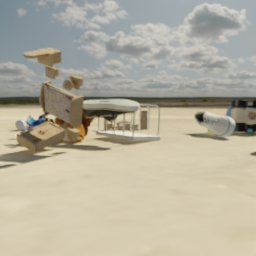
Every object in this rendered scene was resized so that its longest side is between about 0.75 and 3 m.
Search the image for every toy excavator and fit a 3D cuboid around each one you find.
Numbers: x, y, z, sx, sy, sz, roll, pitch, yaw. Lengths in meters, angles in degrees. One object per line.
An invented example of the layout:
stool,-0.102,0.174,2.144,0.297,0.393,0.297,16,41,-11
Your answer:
toy excavator,6.014,-0.434,13.520,2.860,1.469,2.941,1,-3,4

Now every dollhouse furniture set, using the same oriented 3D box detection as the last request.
dollhouse furniture set,-0.203,-0.411,14.372,2.179,0.964,1.129,-2,6,-13
dollhouse furniture set,-2.165,-0.641,7.710,1.399,2.699,1.195,25,33,25

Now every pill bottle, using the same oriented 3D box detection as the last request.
pill bottle,-5.170,-0.194,14.095,0.583,0.583,1.064,1,6,11

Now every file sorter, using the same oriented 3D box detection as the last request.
file sorter,0.004,-0.268,10.742,1.479,1.327,2.132,1,4,-44

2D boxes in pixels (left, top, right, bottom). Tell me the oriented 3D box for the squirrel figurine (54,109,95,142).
squirrel figurine,-2.046,-0.348,10.489,1.205,1.589,1.702,0,4,29

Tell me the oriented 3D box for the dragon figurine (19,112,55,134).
dragon figurine,-3.204,-0.153,9.931,1.036,0.613,2.083,-18,31,-1

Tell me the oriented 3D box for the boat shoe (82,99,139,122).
boat shoe,-0.591,-0.594,9.673,2.096,0.667,0.741,3,21,22

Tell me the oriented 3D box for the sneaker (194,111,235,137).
sneaker,3.540,-0.188,11.819,0.854,0.881,2.412,13,5,-15

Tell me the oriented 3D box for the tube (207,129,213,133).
tube,3.825,0.119,12.552,0.259,0.231,0.891,-46,21,-6
